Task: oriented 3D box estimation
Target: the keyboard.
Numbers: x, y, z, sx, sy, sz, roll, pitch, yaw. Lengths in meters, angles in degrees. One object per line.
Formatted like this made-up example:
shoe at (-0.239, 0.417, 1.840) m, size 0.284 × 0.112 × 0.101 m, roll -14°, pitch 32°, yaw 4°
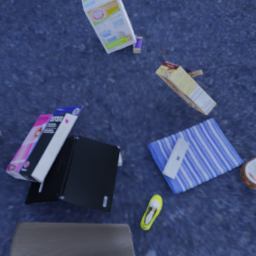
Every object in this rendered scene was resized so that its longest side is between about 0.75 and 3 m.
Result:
keyboard at (1.599, 0.990, 9.267) m, size 0.417 × 0.079 × 1.483 m, roll 31°, pitch 60°, yaw -1°

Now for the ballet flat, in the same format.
ballet flat at (0.726, 2.524, 8.449) m, size 0.384 × 0.385 × 1.148 m, roll 24°, pitch 63°, yaw 14°

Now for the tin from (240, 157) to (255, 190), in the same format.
tin at (4.525, 1.333, 9.181) m, size 1.782 × 0.373 × 0.998 m, roll -26°, pitch 59°, yaw -14°

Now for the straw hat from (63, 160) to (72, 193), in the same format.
straw hat at (-1.814, 1.629, 8.856) m, size 1.293 × 0.547 × 1.293 m, roll -8°, pitch 51°, yaw 10°

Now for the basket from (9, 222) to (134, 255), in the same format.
basket at (-1.303, 3.456, 7.072) m, size 2.829 × 1.924 × 2.551 m, roll -4°, pitch 41°, yaw -7°

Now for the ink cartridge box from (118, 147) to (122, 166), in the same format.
ink cartridge box at (-0.656, 0.999, 9.352) m, size 0.825 × 0.349 × 0.596 m, roll -8°, pitch 60°, yaw -4°

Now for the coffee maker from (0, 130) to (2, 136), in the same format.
coffee maker at (-5.577, 0.791, 8.977) m, size 2.268 × 1.591 × 2.362 m, roll -3°, pitch 56°, yaw 26°

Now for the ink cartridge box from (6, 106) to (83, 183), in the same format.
ink cartridge box at (-2.722, 0.328, 9.307) m, size 1.411 × 0.553 × 2.980 m, roll -1°, pitch 52°, yaw 37°

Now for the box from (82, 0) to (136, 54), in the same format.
box at (-0.750, -4.368, 11.114) m, size 1.360 × 2.418 × 1.226 m, roll -19°, pitch 60°, yaw 9°

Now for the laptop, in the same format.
laptop at (-1.740, 1.502, 8.959) m, size 2.483 × 1.282 × 2.200 m, roll -14°, pitch 51°, yaw 30°

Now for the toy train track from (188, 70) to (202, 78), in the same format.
toy train track at (2.158, -1.876, 10.132) m, size 0.212 × 1.301 × 0.746 m, roll -25°, pitch 100°, yaw -36°

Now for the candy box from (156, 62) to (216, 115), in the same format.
candy box at (1.976, -1.363, 9.621) m, size 0.560 × 2.024 × 1.168 m, roll -50°, pitch 27°, yaw 5°

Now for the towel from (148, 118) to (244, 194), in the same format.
towel at (2.240, 0.872, 9.450) m, size 2.699 × 0.322 × 1.954 m, roll -21°, pitch 63°, yaw -12°

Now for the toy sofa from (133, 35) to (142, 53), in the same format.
toy sofa at (0.414, -3.597, 12.014) m, size 0.315 × 0.371 × 0.760 m, roll 7°, pitch 59°, yaw 4°
